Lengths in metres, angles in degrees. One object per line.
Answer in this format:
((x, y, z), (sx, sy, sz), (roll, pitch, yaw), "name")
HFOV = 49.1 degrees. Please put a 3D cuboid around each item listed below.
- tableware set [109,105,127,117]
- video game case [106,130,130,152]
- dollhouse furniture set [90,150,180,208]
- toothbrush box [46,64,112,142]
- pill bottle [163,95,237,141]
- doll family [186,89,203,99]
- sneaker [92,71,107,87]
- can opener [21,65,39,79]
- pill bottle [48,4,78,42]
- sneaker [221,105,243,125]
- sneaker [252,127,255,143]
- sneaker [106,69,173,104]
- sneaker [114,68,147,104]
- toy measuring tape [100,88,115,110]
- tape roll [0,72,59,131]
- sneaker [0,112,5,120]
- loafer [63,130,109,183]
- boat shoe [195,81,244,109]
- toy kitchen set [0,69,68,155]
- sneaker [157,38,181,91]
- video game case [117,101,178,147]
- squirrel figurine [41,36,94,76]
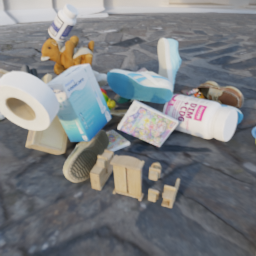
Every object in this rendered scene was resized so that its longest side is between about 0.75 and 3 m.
((-1.119, -0.702, 11.254), (2.323, 0.323, 2.781), (-7, 12, -34), "tableware set")
((-0.732, 0.516, 10.074), (1.198, 0.137, 1.090), (-20, 36, -31), "video game case")
((0.214, 1.196, 7.736), (2.337, 1.211, 1.035), (11, 37, 19), "dollhouse furniture set")
((-1.508, -0.767, 8.751), (0.852, 1.997, 1.462), (-2, 34, 33), "toothbrush box")
((2.578, -0.372, 10.189), (2.387, 1.353, 1.353), (18, 34, 39), "pill bottle")
((2.774, -1.289, 11.463), (0.569, 0.413, 0.917), (-16, 21, 6), "doll family")
((-1.858, -2.337, 13.011), (2.448, 0.985, 0.935), (-1, -4, 44), "sneaker")
((-3.205, -1.181, 9.083), (0.578, 0.725, 2.168), (19, 31, -39), "can opener")
((-1.968, -3.235, 8.615), (0.587, 1.057, 0.587), (27, 41, -26), "pill bottle")
((3.476, -0.679, 11.439), (2.280, 0.872, 0.921), (10, 31, 14), "sneaker")
((4.802, 0.666, 9.043), (1.130, 1.016, 2.747), (1, 24, 11), "sneaker")
((0.416, -1.626, 10.337), (2.472, 0.946, 0.998), (15, 41, -7), "sneaker")
((0.495, -1.650, 12.000), (1.188, 1.061, 2.972), (41, 39, 1), "sneaker")
((-1.690, -1.251, 11.271), (2.586, 0.951, 0.951), (16, 33, 23), "toy measuring tape")
((-2.578, -0.644, 7.071), (1.588, 1.588, 0.555), (10, 51, 17), "tape roll")
((-5.710, -0.471, 11.545), (1.050, 0.387, 0.607), (8, 28, 12), "sneaker")
((-1.346, 0.903, 8.779), (0.776, 0.860, 2.273), (-18, 20, 33), "loafer")
((4.055, -1.416, 12.720), (0.948, 1.000, 2.641), (-16, 24, -20), "boat shoe")
((-3.688, -0.416, 9.799), (2.301, 2.544, 2.820), (21, -25, -36), "toy kitchen set")
((1.922, -2.640, 12.171), (1.006, 2.455, 0.907), (-7, 11, -20), "sneaker")
((0.662, -0.097, 9.435), (1.688, 1.209, 0.152), (24, 31, -17), "video game case")
((-2.390, -2.553, 10.882), (1.894, 2.029, 1.436), (9, 45, -11), "squirrel figurine")
